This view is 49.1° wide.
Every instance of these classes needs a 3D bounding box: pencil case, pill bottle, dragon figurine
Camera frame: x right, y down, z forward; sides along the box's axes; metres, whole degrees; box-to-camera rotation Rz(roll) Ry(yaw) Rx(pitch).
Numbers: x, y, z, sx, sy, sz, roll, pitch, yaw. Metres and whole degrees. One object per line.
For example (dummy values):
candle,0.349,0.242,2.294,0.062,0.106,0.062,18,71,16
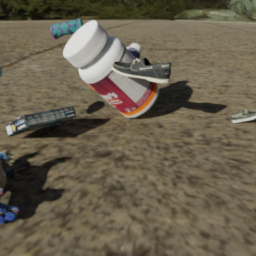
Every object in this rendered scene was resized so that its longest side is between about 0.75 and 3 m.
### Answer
pencil case,-2.208,-3.590,10.230,1.190,0.550,0.506,-12,28,-4
pill bottle,-0.467,-1.726,8.686,1.619,2.955,1.619,-27,42,28
dragon figurine,-3.291,1.035,5.645,2.940,0.865,1.461,10,27,16
pill bottle,0.073,-2.500,9.977,0.627,0.627,1.129,11,52,22

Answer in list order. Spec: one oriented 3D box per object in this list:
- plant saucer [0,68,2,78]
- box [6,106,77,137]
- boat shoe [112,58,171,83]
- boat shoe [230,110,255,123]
plant saucer,-3.684,-1.545,7.093,0.946,0.182,0.946,20,39,-18
box,-2.468,-0.197,7.978,1.257,0.364,1.581,-16,1,44
boat shoe,0.341,-1.590,7.322,1.629,0.551,0.585,14,31,21
boat shoe,3.726,-0.402,8.915,0.901,0.287,0.319,-16,20,29
